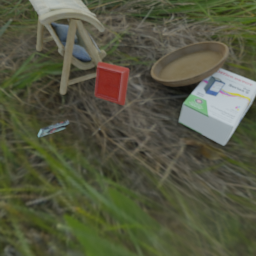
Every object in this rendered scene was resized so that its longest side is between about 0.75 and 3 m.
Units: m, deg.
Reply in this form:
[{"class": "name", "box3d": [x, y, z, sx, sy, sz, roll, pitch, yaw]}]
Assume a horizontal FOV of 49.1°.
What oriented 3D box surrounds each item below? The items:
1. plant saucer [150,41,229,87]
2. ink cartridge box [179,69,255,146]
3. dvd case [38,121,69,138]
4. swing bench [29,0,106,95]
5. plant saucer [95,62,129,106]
[{"class": "plant saucer", "box3d": [1.988, -2.082, 9.181, 2.549, 0.375, 2.549, -18, 32, 12]}, {"class": "ink cartridge box", "box3d": [2.727, -0.735, 8.383, 1.522, 0.917, 2.095, 30, 55, 22]}, {"class": "dvd case", "box3d": [-2.006, 0.031, 7.498, 0.759, 0.554, 0.083, -19, 81, -31]}, {"class": "swing bench", "box3d": [-2.040, -3.191, 9.050, 1.864, 2.873, 2.858, -22, 56, -16]}, {"class": "plant saucer", "box3d": [-0.522, -1.242, 7.905, 1.054, 1.056, 0.194, 19, 23, 26]}]
